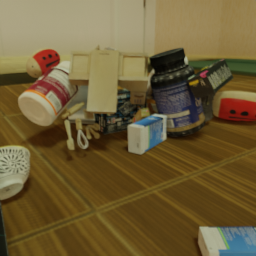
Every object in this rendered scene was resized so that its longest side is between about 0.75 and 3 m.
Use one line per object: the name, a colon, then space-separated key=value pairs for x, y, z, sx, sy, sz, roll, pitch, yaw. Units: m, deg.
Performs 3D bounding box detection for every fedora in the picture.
fedora: x=0.495 y=-1.554 z=13.987 sx=2.706 sy=1.104 sz=2.706 roll=3 pitch=21 yaw=-1

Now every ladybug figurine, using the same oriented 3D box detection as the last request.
ladybug figurine: x=-3.207 y=-2.515 z=10.875 sx=0.557 sy=1.051 sz=1.549 roll=20 pitch=50 yaw=35
ladybug figurine: x=4.596 y=-0.854 z=11.666 sx=2.593 sy=0.933 sz=1.760 roll=5 pitch=-14 yaw=22

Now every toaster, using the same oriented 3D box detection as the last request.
toaster: x=-1.647 y=-1.299 z=11.802 sx=1.373 sy=2.092 sz=2.314 roll=0 pitch=18 yaw=10

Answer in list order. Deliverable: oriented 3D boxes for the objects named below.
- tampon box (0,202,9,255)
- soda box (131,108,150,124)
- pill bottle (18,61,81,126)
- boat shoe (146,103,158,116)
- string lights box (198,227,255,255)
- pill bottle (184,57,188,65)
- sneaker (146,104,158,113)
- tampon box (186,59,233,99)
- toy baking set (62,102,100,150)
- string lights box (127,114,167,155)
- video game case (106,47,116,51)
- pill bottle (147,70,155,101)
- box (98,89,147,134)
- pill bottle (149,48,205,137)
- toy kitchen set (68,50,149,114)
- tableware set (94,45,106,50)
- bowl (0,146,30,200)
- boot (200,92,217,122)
tampon box: x=-2.861 y=1.458 z=4.655 sx=1.164 sy=1.382 sz=1.844 roll=-13 pitch=23 yaw=-33
soda box: x=0.456 y=-0.356 z=10.334 sx=0.324 sy=0.343 sz=1.013 roll=-6 pitch=-21 yaw=-20
pill bottle: x=-2.438 y=-1.210 z=9.257 sx=1.258 sy=1.258 sz=2.203 roll=9 pitch=44 yaw=24
boat shoe: x=0.990 y=-0.403 z=10.737 sx=0.452 sy=1.259 sz=0.477 roll=-13 pitch=-22 yaw=8
string lights box: x=1.863 y=1.988 z=4.697 sx=1.220 sy=0.360 sz=0.627 roll=0 pitch=19 yaw=0
pill bottle: x=1.793 y=-2.441 z=10.690 sx=0.882 sy=0.500 sz=0.500 roll=-8 pitch=19 yaw=0
sneaker: x=0.511 y=-0.711 z=12.308 sx=1.966 sy=0.727 sz=0.805 roll=-2 pitch=8 yaw=-29
tampon box: x=2.631 y=-1.569 z=9.014 sx=1.132 sy=0.715 sz=0.848 roll=-35 pitch=11 yaw=-31
toy baking set: x=-1.417 y=-0.070 z=8.490 sx=0.192 sy=1.268 sz=1.652 roll=-28 pitch=7 yaw=39
string lights box: x=0.673 y=0.167 z=9.228 sx=0.503 sy=0.877 sz=1.708 roll=10 pitch=20 yaw=33
video game case: x=-0.867 y=-2.955 z=11.970 sx=0.086 sy=0.951 sz=0.681 roll=10 pitch=16 yaw=-41
pill bottle: x=1.822 y=-1.464 z=11.566 sx=2.222 sy=1.234 sz=1.234 roll=24 pitch=16 yaw=-10
box: x=-0.185 y=-0.695 z=10.694 sx=1.960 sy=1.558 sz=0.451 roll=-12 pitch=24 yaw=-31
pill bottle: x=1.691 y=-1.273 z=10.000 sx=1.605 sy=2.870 sz=1.605 roll=-16 pitch=18 yaw=5
toy kitchen set: x=-0.585 y=-1.138 z=9.232 sx=2.391 sy=1.951 sz=2.157 roll=2 pitch=-15 yaw=1
tableware set: x=-1.078 y=-3.135 z=14.186 sx=0.258 sy=2.227 sz=1.861 roll=-8 pitch=19 yaw=21
bowl: x=-2.773 y=1.124 z=6.209 sx=1.494 sy=1.494 sz=0.701 roll=-16 pitch=61 yaw=-40
boot: x=3.214 y=-1.103 z=11.098 sx=1.919 sy=1.671 sz=0.664 roll=-26 pitch=34 yaw=-19
